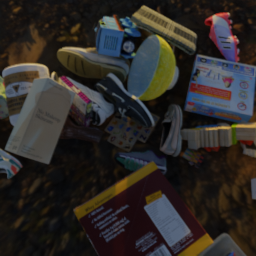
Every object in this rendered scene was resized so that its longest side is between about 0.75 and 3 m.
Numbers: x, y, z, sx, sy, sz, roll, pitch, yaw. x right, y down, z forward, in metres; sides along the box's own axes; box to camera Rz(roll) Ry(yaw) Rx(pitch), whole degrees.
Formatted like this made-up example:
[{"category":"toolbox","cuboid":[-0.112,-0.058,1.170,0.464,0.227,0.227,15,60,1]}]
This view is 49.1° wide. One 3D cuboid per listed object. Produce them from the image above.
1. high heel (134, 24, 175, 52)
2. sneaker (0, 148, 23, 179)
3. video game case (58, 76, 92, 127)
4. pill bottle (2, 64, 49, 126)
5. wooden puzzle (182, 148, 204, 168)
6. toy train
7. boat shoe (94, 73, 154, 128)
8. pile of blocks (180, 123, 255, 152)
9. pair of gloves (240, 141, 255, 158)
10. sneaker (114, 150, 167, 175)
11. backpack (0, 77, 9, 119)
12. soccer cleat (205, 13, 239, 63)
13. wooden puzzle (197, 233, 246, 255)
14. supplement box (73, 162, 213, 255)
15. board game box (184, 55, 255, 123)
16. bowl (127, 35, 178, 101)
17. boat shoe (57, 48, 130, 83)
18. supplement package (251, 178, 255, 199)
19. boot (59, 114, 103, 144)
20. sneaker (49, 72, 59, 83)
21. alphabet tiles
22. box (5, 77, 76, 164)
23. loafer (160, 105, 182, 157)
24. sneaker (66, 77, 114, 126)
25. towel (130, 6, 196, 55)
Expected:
[{"category":"high heel","cuboid":[0.903,-3.414,11.175,1.808,0.906,2.537,7,45,-3]},{"category":"sneaker","cuboid":[-4.187,1.079,9.001,1.518,0.535,0.710,28,62,10]},{"category":"video game case","cuboid":[-1.842,-0.844,9.599,1.486,1.347,0.266,42,54,20]},{"category":"pill bottle","cuboid":[-3.126,-0.676,9.064,1.428,1.428,2.497,-10,89,-5]},{"category":"wooden puzzle","cuboid":[2.124,0.927,9.100,0.611,0.072,1.031,30,35,14]},{"category":"toy train","cuboid":[-0.487,-3.560,10.681,1.576,1.196,2.759,7,33,-14]},{"category":"boat shoe","cuboid":[-0.168,-0.817,9.780,0.801,1.004,2.655,-36,60,-15]},{"category":"pile of blocks","cuboid":[3.045,0.340,9.396,2.583,1.060,0.803,-4,101,7]},{"category":"pair of gloves","cuboid":[4.570,0.504,9.489,1.457,0.255,1.239,10,62,5]},{"category":"sneaker","cuboid":[0.418,1.004,9.089,1.722,0.641,0.754,17,52,-3]},{"category":"backpack","cuboid":[-5.133,-0.831,9.202,2.341,2.078,1.762,-13,65,-18]},{"category":"soccer cleat","cuboid":[3.851,-3.596,11.462,1.031,0.899,2.696,-11,61,16]},{"category":"wooden puzzle","cuboid":[2.572,4.626,6.999,2.722,0.680,2.939,-32,66,-17]},{"category":"supplement box","cuboid":[0.317,2.745,7.455,2.465,1.659,2.499,-30,65,-15]},{"category":"board game box","cuboid":[3.404,-1.462,10.330,2.295,0.641,2.247,14,63,8]},{"category":"bowl","cuboid":[1.029,-1.963,9.956,1.240,2.304,2.304,14,59,-23]},{"category":"boat shoe","cuboid":[-1.295,-2.538,10.783,2.806,1.049,0.960,20,55,5]},{"category":"supplement package","cuboid":[4.256,1.823,8.359,0.843,0.806,0.620,3,74,3]},{"category":"boot","cuboid":[-1.592,-0.018,9.687,1.447,0.465,1.348,5,44,-9]},{"category":"sneaker","cuboid":[-3.175,-1.440,10.337,1.127,0.593,1.559,-7,48,6]},{"category":"alphabet tiles","cuboid":[0.084,-0.028,9.889,1.459,0.066,1.745,27,65,13]},{"category":"box","cuboid":[-2.482,-0.216,8.018,0.872,1.065,2.243,6,74,47]},{"category":"loafer","cuboid":[1.405,-0.016,9.381,0.622,0.712,1.979,15,56,-15]},{"category":"sneaker","cuboid":[-1.508,-1.066,10.097,2.372,0.891,0.961,41,54,18]},{"category":"towel","cuboid":[1.386,-3.704,10.622,2.625,0.453,2.527,28,34,-3]}]
